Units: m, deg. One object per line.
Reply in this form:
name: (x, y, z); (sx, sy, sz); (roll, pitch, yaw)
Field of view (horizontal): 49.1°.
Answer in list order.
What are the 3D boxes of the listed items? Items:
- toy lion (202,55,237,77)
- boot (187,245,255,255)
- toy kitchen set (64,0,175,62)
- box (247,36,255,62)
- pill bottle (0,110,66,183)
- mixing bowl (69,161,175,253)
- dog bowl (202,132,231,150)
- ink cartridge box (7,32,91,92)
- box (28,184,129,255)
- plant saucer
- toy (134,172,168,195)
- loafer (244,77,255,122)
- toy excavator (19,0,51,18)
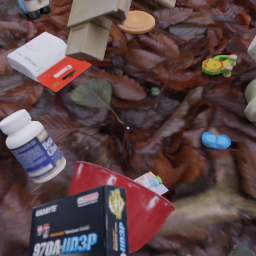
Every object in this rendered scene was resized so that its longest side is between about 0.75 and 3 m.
toy lion: (3.248, -2.272, 10.089); (1.058, 0.379, 1.103); (18, 53, 24)
boot: (1.967, 2.769, 5.888); (1.448, 0.561, 1.002); (28, 51, 5)
toy kitchen set: (0.152, -2.858, 7.122); (2.467, 2.735, 2.231); (14, 0, -36)
box: (4.084, -2.460, 7.721); (0.872, 0.725, 2.122); (45, 52, -8)
pill bottle: (-1.886, 0.348, 5.516); (0.755, 1.360, 0.755); (-24, 24, 11)
mixing bowl: (-0.336, 1.758, 5.764); (2.301, 2.301, 1.246); (20, 69, 16)
dog bowl: (2.497, 0.382, 7.984); (0.788, 0.195, 0.439); (11, 52, 10)
ink cartridge box: (-2.815, -2.451, 10.076); (2.323, 0.663, 1.888); (27, 55, 25)
box: (-0.797, 1.788, 4.098); (1.907, 0.439, 1.516); (-25, 57, 37)
plant saucer: (0.333, -4.578, 11.982); (1.622, 0.262, 1.622); (0, 51, -1)
toy: (0.291, 1.503, 6.894); (1.252, 0.296, 0.721); (-20, 45, -28)
loafer: (4.014, -0.990, 8.743); (0.767, 0.850, 2.247); (28, 47, 23)
toy excavator: (-4.354, -5.974, 12.763); (2.003, 1.001, 1.948); (25, 54, 30)
